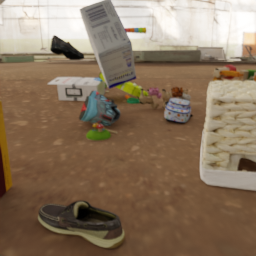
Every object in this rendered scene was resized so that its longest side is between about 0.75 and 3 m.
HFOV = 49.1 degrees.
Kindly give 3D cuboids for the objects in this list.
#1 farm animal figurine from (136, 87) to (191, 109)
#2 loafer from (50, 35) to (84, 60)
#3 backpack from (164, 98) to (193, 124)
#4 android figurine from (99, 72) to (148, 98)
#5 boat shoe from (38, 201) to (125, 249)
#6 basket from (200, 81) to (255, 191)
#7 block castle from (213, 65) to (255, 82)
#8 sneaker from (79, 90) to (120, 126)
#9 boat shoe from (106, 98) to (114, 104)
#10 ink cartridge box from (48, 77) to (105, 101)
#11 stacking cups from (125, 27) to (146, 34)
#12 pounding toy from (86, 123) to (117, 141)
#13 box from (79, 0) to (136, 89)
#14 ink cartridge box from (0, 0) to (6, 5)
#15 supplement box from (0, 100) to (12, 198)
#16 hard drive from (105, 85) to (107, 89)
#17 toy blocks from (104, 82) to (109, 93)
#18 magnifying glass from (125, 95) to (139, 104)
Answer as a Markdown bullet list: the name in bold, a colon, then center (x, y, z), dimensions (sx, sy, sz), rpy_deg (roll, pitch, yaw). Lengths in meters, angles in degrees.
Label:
- **farm animal figurine**: center (1.505, -1.142, 11.664), dimensions (1.828, 0.953, 1.808), rpy_deg (1, 3, 30)
- **loafer**: center (-2.490, -3.325, 11.769), dimensions (0.658, 0.653, 1.808), rpy_deg (-6, -8, 28)
- **backpack**: center (1.758, -0.585, 9.918), dimensions (1.064, 0.820, 1.014), rpy_deg (7, 28, 13)
- **android figurine**: center (-0.116, -2.045, 13.648), dimensions (2.640, 0.542, 2.403), rpy_deg (28, 8, 29)
- **boat shoe**: center (-0.701, 1.283, 4.077), dimensions (1.431, 0.464, 0.524), rpy_deg (7, 18, 22)
- **basket**: center (2.658, -0.037, 6.242), dimensions (1.941, 1.767, 2.864), rpy_deg (4, 18, 15)
- **block castle**: center (4.274, -1.056, 9.448), dimensions (1.343, 1.912, 2.862), rpy_deg (-13, 22, -40)
- **sneaker**: center (-0.932, -0.539, 9.854), dimensions (1.278, 1.061, 2.676), rpy_deg (22, 13, -6)
- **boat shoe**: center (-1.002, -1.224, 12.818), dimensions (1.010, 0.304, 0.360), rpy_deg (15, 22, 42)
- **ink cartridge box**: center (-2.563, -1.967, 14.093), dimensions (2.526, 0.857, 1.465), rpy_deg (3, 24, 9)
- **stacking cups**: center (0.246, -3.423, 9.889), dimensions (0.797, 0.241, 0.241), rpy_deg (-11, 19, -21)
- **pounding toy**: center (-0.824, 0.045, 8.317), dimensions (0.717, 0.431, 0.929), rpy_deg (9, 19, 28)
- **box**: center (-0.603, -2.632, 9.046), dimensions (1.063, 1.864, 2.027), rpy_deg (-21, -22, -3)
- **ink cartridge box**: center (-3.478, -4.092, 7.951), dimensions (0.978, 0.570, 1.343), rpy_deg (-48, 27, -12)
- **supplement box**: center (-3.545, 0.657, 3.988), dimensions (2.546, 1.714, 2.582), rpy_deg (1, 17, 3)
- **hard drive**: center (-2.184, -2.529, 16.673), dimensions (1.148, 0.311, 1.643), rpy_deg (7, 7, 29)
- **toy blocks**: center (-1.585, -2.435, 15.961), dimensions (0.757, 0.840, 0.899), rpy_deg (-3, 19, -30)
- **magnifying glass**: center (0.132, -1.401, 13.680), dimensions (0.611, 0.172, 1.536), rpy_deg (-5, 16, -15)
